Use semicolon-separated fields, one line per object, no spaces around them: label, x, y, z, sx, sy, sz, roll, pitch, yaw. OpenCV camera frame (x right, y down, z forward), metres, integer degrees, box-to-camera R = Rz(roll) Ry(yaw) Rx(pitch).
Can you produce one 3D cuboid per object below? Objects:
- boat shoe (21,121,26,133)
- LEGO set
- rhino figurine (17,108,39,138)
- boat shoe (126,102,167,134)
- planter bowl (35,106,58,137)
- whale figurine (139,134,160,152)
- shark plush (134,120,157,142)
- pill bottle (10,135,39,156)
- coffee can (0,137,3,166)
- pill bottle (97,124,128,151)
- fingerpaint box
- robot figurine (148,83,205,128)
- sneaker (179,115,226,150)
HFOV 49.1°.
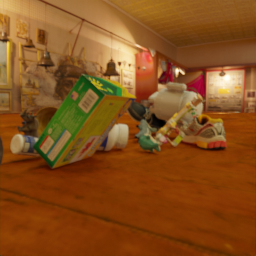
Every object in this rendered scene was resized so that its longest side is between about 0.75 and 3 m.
boat shoe;-4.153;-0.178;14.397;1.257;1.012;2.710;12;11;29
LEGO set;1.993;-0.132;10.332;2.327;0.866;1.071;-43;-3;-5
rhino figurine;-3.369;0.013;9.471;0.693;1.585;0.474;-10;37;-28
boat shoe;1.035;-0.537;14.000;2.718;1.018;0.840;37;-30;-26
planter bowl;-3.036;-0.182;11.513;1.515;1.515;0.631;1;13;6
whale figurine;0.679;0.553;9.194;0.443;0.680;0.854;-29;33;-25
shark plush;0.518;0.189;12.183;0.824;0.755;1.814;-29;4;36
pill bottle;-2.769;0.522;7.998;0.548;0.548;0.988;4;-7;39
coffee can;-3.755;0.526;6.029;1.598;1.170;1.170;1;5;9
pill bottle;-1.062;0.183;9.512;2.004;1.123;1.123;6;4;-13
fingerpaint box;-1.095;-0.188;7.463;0.856;2.334;1.947;43;18;15
robot figurine;2.207;-0.975;12.679;2.600;2.205;1.468;13;38;33
sneaker;2.907;0.069;10.943;1.138;1.201;2.923;-2;5;-15
